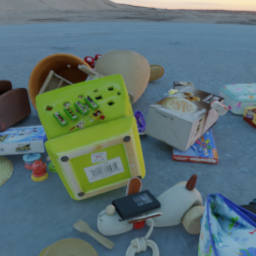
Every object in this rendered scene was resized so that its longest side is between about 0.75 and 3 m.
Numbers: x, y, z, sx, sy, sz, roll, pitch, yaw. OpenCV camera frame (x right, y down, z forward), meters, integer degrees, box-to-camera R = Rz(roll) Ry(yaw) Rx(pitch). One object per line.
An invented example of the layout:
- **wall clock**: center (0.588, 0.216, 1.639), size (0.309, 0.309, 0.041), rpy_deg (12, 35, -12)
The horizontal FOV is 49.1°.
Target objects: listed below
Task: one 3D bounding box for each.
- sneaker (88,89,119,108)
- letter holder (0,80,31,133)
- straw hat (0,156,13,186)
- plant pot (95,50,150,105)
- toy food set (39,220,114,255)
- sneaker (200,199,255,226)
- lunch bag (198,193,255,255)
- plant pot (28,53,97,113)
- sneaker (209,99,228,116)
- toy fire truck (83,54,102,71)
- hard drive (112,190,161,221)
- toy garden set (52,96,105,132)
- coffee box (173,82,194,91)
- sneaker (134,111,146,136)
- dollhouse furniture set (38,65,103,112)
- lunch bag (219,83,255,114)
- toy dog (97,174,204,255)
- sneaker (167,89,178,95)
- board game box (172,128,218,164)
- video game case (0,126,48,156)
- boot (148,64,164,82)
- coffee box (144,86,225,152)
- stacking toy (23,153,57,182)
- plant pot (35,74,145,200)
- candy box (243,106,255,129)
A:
- **sneaker**: center (-1.032, -0.214, 8.426), size (1.067, 1.546, 2.779), rpy_deg (26, 55, 34)
- **letter holder**: center (-5.002, -1.167, 10.651), size (1.438, 2.032, 2.859), rpy_deg (-3, 16, 2)
- **straw hat**: center (-4.736, 0.947, 8.070), size (2.543, 1.076, 2.543), rpy_deg (0, 26, 0)
- **plant pot**: center (-0.275, -1.961, 12.585), size (2.556, 2.556, 1.716), rpy_deg (0, 61, 1)
- **toy food set**: center (-1.169, 2.667, 5.527), size (1.219, 0.354, 1.766), rpy_deg (24, 29, 26)
- **sneaker**: center (2.748, 2.079, 6.130), size (2.540, 0.930, 1.041), rpy_deg (7, 20, -7)
- **lunch bag**: center (1.722, 2.310, 4.700), size (1.213, 1.619, 1.904), rpy_deg (-4, 27, -8)
- **plant pot**: center (-2.529, -1.646, 11.868), size (2.763, 2.763, 1.934), rpy_deg (1, 9, 2)
- **sneaker**: center (2.877, -0.711, 8.967), size (0.885, 0.341, 0.363), rpy_deg (31, 26, -43)
- **toy fire truck**: center (-1.860, -3.613, 17.480), size (2.021, 1.133, 1.697), rpy_deg (-24, 59, -39)
- **hard drive**: center (0.170, 1.702, 6.240), size (0.915, 0.150, 0.639), rpy_deg (-12, 23, -22)
- **toy garden set**: center (-1.103, -0.324, 6.400), size (1.010, 0.201, 0.842), rpy_deg (-31, 54, -21)
- **coffee box**: center (2.978, -2.200, 15.128), size (1.049, 0.418, 0.600), rpy_deg (2, 26, 3)
- **sneaker**: center (0.389, -0.192, 10.780), size (0.630, 0.652, 1.562), rpy_deg (-10, 26, -1)
- **dollhouse furniture set**: center (-2.328, -1.244, 10.503), size (1.695, 2.393, 2.605), rpy_deg (28, 2, -20)
- **lunch bag**: center (5.599, -1.336, 12.791), size (2.459, 0.948, 1.972), rpy_deg (-5, 27, -10)
- **toy dog**: center (0.690, 1.711, 6.300), size (2.614, 1.259, 1.724), rpy_deg (-17, 31, -31)
- **sneaker**: center (2.236, -1.657, 13.793), size (0.353, 0.408, 0.904), rpy_deg (-28, -13, 34)
- **board game box**: center (2.329, 0.395, 10.068), size (1.427, 0.270, 2.771), rpy_deg (3, 26, 9)
- **video game case**: center (-3.614, 0.388, 9.447), size (1.773, 0.444, 1.956), rpy_deg (-6, 15, -8)
- **boot**: center (0.750, -2.581, 15.406), size (2.544, 0.961, 2.905), rpy_deg (-9, 24, 10)
- **coffee box**: center (2.067, -0.444, 9.952), size (1.619, 1.129, 2.831), rpy_deg (27, 35, 29)
- **stacking toy**: center (-2.580, 0.999, 8.582), size (1.103, 0.515, 1.219), rpy_deg (-19, 32, -32)
- **plant pot**: center (-0.873, 0.353, 7.426), size (2.459, 2.447, 2.231), rpy_deg (-17, 41, -6)
- **candy box**: center (6.047, -0.410, 11.275), size (2.295, 0.648, 1.339), rpy_deg (-6, 28, -10)
